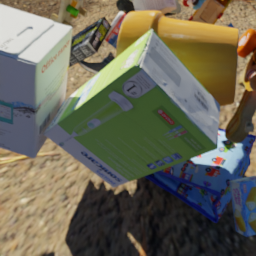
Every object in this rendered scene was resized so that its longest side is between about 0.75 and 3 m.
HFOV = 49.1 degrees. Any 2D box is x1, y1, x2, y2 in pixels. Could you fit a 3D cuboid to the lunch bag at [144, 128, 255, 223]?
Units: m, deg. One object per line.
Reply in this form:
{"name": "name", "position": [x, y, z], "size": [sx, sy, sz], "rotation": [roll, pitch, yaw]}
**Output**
{"name": "lunch bag", "position": [1.674, 0.827, 7.871], "size": [2.860, 1.345, 2.153], "rotation": [24, 54, 32]}

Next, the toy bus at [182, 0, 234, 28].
{"name": "toy bus", "position": [2.544, -3.618, 8.767], "size": [1.656, 1.562, 0.855], "rotation": [19, 62, 42]}

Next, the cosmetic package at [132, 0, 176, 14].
{"name": "cosmetic package", "position": [0.653, -3.234, 7.119], "size": [0.850, 0.702, 0.701], "rotation": [-12, 11, 34]}

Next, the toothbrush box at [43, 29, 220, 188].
{"name": "toothbrush box", "position": [0.025, -0.138, 5.429], "size": [2.008, 2.757, 1.187], "rotation": [41, 43, -21]}

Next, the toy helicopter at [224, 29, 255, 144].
{"name": "toy helicopter", "position": [3.010, -1.001, 6.289], "size": [1.159, 1.943, 2.938], "rotation": [25, 87, -8]}

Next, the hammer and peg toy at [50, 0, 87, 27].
{"name": "hammer and peg toy", "position": [-1.577, -4.133, 8.522], "size": [0.731, 2.074, 1.525], "rotation": [31, 49, -3]}

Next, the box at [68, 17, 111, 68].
{"name": "box", "position": [-1.426, -2.433, 8.313], "size": [1.743, 0.386, 1.396], "rotation": [-16, 40, 37]}

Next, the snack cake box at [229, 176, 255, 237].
{"name": "snack cake box", "position": [2.409, 1.523, 5.524], "size": [0.600, 0.351, 1.044], "rotation": [-8, 91, -14]}

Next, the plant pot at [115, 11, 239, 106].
{"name": "plant pot", "position": [1.264, -1.386, 6.539], "size": [2.377, 2.596, 2.596], "rotation": [4, 47, 18]}

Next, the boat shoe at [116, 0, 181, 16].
{"name": "boat shoe", "position": [0.760, -4.310, 9.726], "size": [2.621, 0.821, 0.959], "rotation": [-10, 77, -37]}

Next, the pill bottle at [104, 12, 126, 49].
{"name": "pill bottle", "position": [0.232, -2.746, 9.033], "size": [1.875, 1.052, 1.052], "rotation": [33, 49, -12]}

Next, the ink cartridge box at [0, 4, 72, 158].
{"name": "ink cartridge box", "position": [-2.294, -0.943, 5.703], "size": [1.696, 2.322, 1.704], "rotation": [18, 41, 0]}

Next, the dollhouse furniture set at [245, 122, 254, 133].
{"name": "dollhouse furniture set", "position": [2.721, 0.419, 5.553], "size": [0.756, 0.677, 0.954], "rotation": [-2, 48, 29]}

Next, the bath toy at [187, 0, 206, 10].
{"name": "bath toy", "position": [1.646, -3.552, 7.236], "size": [0.448, 1.211, 0.527], "rotation": [-13, 78, 32]}

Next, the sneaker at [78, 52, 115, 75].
{"name": "sneaker", "position": [-0.867, -2.017, 8.547], "size": [1.148, 0.829, 0.436], "rotation": [25, 15, -8]}
